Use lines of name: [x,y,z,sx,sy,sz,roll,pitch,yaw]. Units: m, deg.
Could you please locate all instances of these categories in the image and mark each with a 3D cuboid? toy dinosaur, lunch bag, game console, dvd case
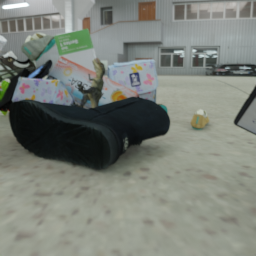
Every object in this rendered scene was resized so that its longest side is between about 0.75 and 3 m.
toy dinosaur: [-0.886,-0.734,6.444,0.750,1.701,0.404,-9,26,-44]
lunch bag: [-1.878,-0.576,6.553,1.053,0.790,1.242,6,-17,10]
game console: [-2.882,-1.325,7.918,2.248,1.326,0.271,-23,-45,35]
dvd case: [2.285,-0.156,3.154,1.723,0.212,2.415,29,-15,16]
lunch bag: [0.114,-1.263,8.853,1.475,1.740,1.106,-10,42,-13]

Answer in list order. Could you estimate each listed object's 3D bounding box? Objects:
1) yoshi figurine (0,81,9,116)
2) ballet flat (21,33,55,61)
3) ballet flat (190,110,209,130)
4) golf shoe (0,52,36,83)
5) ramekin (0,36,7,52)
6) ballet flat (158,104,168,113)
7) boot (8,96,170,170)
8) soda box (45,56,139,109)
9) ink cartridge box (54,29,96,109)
yoshi figurine: [-3.838,-1.244,9.499,2.305,1.291,1.296,11,51,23]
ballet flat: [-3.156,-3.039,9.990,0.766,0.811,2.405,41,20,-19]
ballet flat: [2.115,-0.310,8.103,0.499,0.458,1.453,11,15,15]
golf shoe: [-4.274,-2.050,9.330,2.430,1.148,0.945,-1,26,-38]
ramekin: [-4.084,-2.084,6.755,1.955,0.953,1.955,24,13,-6]
ballet flat: [0.385,-0.415,8.594,1.811,0.614,0.682,-6,-7,-34]
boot: [-0.736,-0.103,5.831,2.713,1.036,2.280,13,20,29]
soda box: [-0.935,-0.970,7.672,2.570,0.879,0.817,28,-9,19]
ink cartridge box: [-1.530,-1.788,9.525,1.127,2.674,1.953,-13,13,-5]
